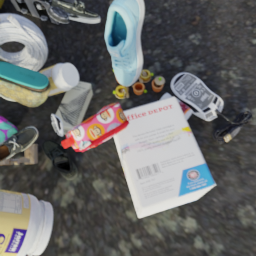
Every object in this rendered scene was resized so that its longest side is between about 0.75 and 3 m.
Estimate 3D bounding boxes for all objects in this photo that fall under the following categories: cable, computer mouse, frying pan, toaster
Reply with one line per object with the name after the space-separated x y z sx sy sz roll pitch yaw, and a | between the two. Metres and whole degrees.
-3.124 -2.144 7.556 1.803 1.803 0.624 -34 57 19 | cable
2.269 -0.675 8.192 1.334 0.534 2.432 -44 77 -11 | computer mouse
-1.472 -2.637 6.637 0.901 0.147 0.545 1 52 -39 | frying pan
-2.891 -4.697 9.660 1.734 1.138 1.918 21 67 9 | toaster
-1.667 0.051 6.935 0.192 0.479 0.873 -22 100 -27 | computer mouse

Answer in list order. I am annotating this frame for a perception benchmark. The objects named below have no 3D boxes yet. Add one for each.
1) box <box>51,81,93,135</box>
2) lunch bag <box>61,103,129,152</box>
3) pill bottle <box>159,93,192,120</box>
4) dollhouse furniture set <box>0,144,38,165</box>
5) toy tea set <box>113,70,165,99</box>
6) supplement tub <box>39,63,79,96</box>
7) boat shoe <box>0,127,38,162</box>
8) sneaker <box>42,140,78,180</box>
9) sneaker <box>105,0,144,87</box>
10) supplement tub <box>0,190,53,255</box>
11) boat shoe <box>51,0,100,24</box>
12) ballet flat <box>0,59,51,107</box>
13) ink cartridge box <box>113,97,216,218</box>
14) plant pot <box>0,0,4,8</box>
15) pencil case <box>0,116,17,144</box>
-1.569 -0.574 8.029 0.648 0.539 1.577 12 60 7 | box
-0.700 0.051 5.375 1.220 1.385 0.567 -31 95 -16 | lunch bag
1.353 -0.572 8.119 0.911 0.520 0.520 40 72 17 | pill bottle
-2.925 0.674 7.140 0.618 1.193 0.528 -5 83 18 | dollhouse furniture set
0.294 -1.463 8.485 1.600 0.592 0.952 -8 66 -4 | toy tea set
-1.978 -1.345 7.791 1.054 0.767 0.767 -10 61 33 | supplement tub
-2.022 0.318 4.950 0.950 0.321 0.341 -33 102 -7 | boat shoe
-1.855 0.731 7.405 0.515 0.772 1.347 -34 68 -16 | sneaker
-0.232 -2.045 7.140 0.947 2.562 1.050 23 47 24 | sneaker
-2.646 1.963 5.781 1.830 1.331 1.331 20 61 -31 | supplement tub
-1.602 -3.715 8.888 1.637 0.521 0.579 -1 38 -31 | boat shoe
-3.330 -1.294 6.706 2.910 1.029 1.029 23 66 -13 | ballet flat
0.700 0.755 6.883 1.687 1.658 2.292 -16 66 -7 | ink cartridge box
-5.084 -4.227 9.180 2.040 2.040 1.448 5 92 2 | plant pot
-3.929 0.405 7.502 0.776 0.843 1.824 39 72 17 | pencil case
